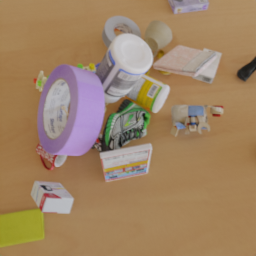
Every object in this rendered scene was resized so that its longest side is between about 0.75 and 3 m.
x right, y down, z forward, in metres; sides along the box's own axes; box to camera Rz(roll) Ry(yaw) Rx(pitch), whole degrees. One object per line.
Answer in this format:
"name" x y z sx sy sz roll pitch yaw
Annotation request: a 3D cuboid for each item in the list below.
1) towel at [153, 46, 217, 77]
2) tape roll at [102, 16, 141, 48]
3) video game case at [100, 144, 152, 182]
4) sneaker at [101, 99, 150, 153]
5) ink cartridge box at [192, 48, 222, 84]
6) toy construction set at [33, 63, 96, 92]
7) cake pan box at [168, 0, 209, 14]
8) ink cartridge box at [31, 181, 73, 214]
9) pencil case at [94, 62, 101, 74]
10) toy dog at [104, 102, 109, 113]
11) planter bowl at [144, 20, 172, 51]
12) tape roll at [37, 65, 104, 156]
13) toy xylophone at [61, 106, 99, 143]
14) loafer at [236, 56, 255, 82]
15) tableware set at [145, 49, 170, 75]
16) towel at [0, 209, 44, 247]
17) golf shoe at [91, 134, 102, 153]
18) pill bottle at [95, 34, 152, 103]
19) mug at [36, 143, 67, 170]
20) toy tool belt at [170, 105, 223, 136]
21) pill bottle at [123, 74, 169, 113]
"towel" 2.268 -2.703 11.108 1.882 0.318 1.971 20 45 33
"tape roll" -0.288 -3.938 11.949 1.611 0.532 1.611 7 68 -17
"video game case" -0.064 1.107 8.512 1.445 2.021 0.176 -10 61 -6
"sneaker" -0.029 -0.001 9.282 1.232 1.128 2.891 22 39 10
"ink cartridge box" 3.297 -2.597 11.663 0.828 0.383 1.520 21 60 12
"toy construction set" -2.462 -1.757 10.645 2.455 1.131 1.610 -3 55 1
"cake pan box" 2.920 -6.462 13.896 1.819 0.476 1.675 -11 62 -6
"ink cartridge box" -2.273 2.039 8.301 1.173 0.855 0.486 24 98 53
"pencil case" -1.153 -2.522 11.490 0.813 0.353 0.317 -29 80 -13
"toy dog" -1.181 -0.755 10.326 0.728 1.012 1.043 25 83 -17
"planter bowl" 1.129 -3.679 11.478 1.145 1.145 0.771 29 67 16
"tape roll" -1.873 -0.522 8.730 0.901 2.745 2.745 9 51 -39
"toy xylophone" -1.598 -0.158 9.255 0.459 1.338 1.828 -35 31 -11
"loafer" 5.168 -2.502 11.256 1.643 0.558 0.577 -40 67 10
"tableware set" 1.075 -2.482 11.632 1.451 0.330 2.153 28 61 6
"towel" -3.656 3.082 8.442 2.199 0.199 0.946 -9 65 -6
"golf shoe" -0.909 0.524 9.538 1.173 0.554 0.456 18 20 25
"pill bottle" -0.306 -1.789 9.046 1.330 2.338 1.330 10 65 -22
"mug" -2.680 0.908 9.474 0.917 0.612 0.814 27 61 19
"toy tool belt" 2.357 -0.224 9.759 1.818 1.135 1.117 3 93 26
"pill bottle" 0.425 -1.490 10.526 2.008 1.115 1.115 29 64 13
